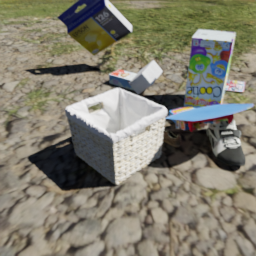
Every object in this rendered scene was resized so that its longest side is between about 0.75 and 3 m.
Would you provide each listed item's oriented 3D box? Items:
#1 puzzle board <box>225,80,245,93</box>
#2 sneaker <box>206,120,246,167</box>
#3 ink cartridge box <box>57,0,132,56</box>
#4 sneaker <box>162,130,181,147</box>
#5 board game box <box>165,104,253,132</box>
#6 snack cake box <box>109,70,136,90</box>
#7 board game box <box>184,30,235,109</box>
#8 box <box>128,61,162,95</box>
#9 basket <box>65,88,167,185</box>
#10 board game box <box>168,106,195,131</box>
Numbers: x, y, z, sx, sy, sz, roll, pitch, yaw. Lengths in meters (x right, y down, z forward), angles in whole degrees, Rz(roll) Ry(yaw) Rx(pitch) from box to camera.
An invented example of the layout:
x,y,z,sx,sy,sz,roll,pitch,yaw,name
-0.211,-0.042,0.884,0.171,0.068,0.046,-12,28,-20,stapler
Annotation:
x,y,z,sx,sy,sz,roll,pitch,yaw,name
5.078,-2.024,13.441,0.944,0.109,1.253,10,34,21,puzzle board
3.121,0.240,9.030,0.883,1.055,2.384,-2,33,-5,sneaker
-1.699,-5.209,14.244,2.742,2.775,0.652,-21,56,33,ink cartridge box
1.263,0.232,9.526,1.226,0.463,0.432,21,31,28,sneaker
2.584,-0.271,8.973,2.189,0.539,2.770,-15,9,-16,board game box
-0.109,-2.354,13.648,1.482,0.498,0.852,21,39,30,snack cake box
3.255,-2.279,11.283,1.478,2.870,1.505,12,34,18,board game box
0.800,-2.286,12.711,0.989,0.691,1.299,-29,19,47,box
-0.365,0.137,8.459,2.200,1.786,2.220,-27,42,-36,basket
2.293,-0.394,10.701,1.093,0.305,1.070,-15,35,-22,board game box
